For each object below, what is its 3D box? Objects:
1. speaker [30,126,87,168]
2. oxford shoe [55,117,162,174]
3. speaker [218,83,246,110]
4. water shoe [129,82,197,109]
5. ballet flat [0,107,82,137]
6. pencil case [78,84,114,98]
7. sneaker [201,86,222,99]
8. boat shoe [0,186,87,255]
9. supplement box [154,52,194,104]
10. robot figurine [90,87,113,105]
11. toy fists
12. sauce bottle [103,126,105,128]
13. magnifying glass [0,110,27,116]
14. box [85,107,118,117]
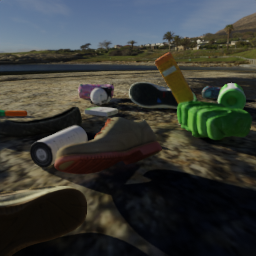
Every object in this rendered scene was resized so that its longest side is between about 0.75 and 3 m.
[{"bbox_3d":[-1.399,0.352,5.882,0.538,0.538,1.324,5,16,20],"label":"speaker"},{"bbox_3d":[-0.346,0.256,4.797,0.768,0.815,2.180,-31,-18,38],"label":"oxford shoe"},{"bbox_3d":[4.071,-1.195,11.020,1.017,1.017,2.300,5,15,19],"label":"speaker"},{"bbox_3d":[1.403,-1.189,11.566,2.846,1.018,1.123,14,1,26],"label":"water shoe"},{"bbox_3d":[-2.517,-0.176,7.586,2.500,0.710,0.831,-6,15,-21],"label":"ballet flat"},{"bbox_3d":[-1.606,-1.885,14.223,1.767,0.773,0.773,-1,14,-2],"label":"pencil case"},{"bbox_3d":[4.472,-1.764,14.064,1.560,0.619,0.745,-4,17,-15],"label":"sneaker"},{"bbox_3d":[-1.425,1.037,3.057,1.898,0.685,0.617,-10,3,-29],"label":"boat shoe"},{"bbox_3d":[1.467,-1.514,8.766,0.560,1.628,0.542,-30,10,21],"label":"supplement box"},{"bbox_3d":[-1.172,-1.425,12.470,0.768,0.925,1.231,20,17,9],"label":"robot figurine"},{"bbox_3d":[2.110,-0.232,7.601,1.300,0.877,2.551,6,12,-7],"label":"toy fists"},{"bbox_3d":[-0.155,0.127,7.185,1.045,0.338,0.338,9,17,31],"label":"sauce bottle"},{"bbox_3d":[-4.593,-0.526,10.104,1.850,0.207,0.736,-1,14,3],"label":"magnifying glass"},{"bbox_3d":[-0.991,-0.619,10.438,1.022,0.186,0.737,10,17,30],"label":"box"}]
